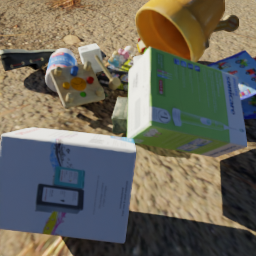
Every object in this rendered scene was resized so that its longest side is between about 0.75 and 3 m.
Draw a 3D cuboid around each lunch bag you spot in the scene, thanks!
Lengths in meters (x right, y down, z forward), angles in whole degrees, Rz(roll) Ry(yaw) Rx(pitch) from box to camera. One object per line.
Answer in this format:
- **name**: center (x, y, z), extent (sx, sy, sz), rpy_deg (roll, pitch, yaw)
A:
- **lunch bag**: center (2.936, -1.195, 9.237), extent (2.860, 1.345, 2.153), rpy_deg (-13, 44, -1)
- **lunch bag**: center (0.199, -0.337, 8.361), extent (1.225, 0.720, 1.005), rpy_deg (7, 46, 7)

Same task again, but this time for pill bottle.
- **pill bottle**: center (-2.440, -2.215, 10.413), extent (1.052, 1.052, 1.875), rpy_deg (-5, 40, -5)

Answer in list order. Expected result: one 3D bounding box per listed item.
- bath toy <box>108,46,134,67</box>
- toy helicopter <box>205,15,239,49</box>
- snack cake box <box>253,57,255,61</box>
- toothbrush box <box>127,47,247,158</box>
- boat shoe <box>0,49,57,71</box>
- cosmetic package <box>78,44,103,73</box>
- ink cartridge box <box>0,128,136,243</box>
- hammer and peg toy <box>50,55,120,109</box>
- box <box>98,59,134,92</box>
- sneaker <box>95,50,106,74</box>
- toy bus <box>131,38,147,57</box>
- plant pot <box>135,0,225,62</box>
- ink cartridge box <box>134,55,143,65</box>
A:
- **bath toy**: center (-0.251, -2.855, 10.972), extent (0.448, 0.527, 1.211), rpy_deg (-1, 35, 48)
- **toy helicopter**: center (3.204, -4.251, 11.512), extent (2.938, 1.943, 1.159), rpy_deg (-14, 11, -12)
- **snack cake box**: center (4.574, -1.977, 10.049), extent (0.351, 1.044, 0.600), rpy_deg (-4, -9, -42)
- **toothbrush box**: center (1.446, -0.523, 7.017), extent (2.757, 1.187, 2.008), rpy_deg (10, 66, -22)
- **boat shoe**: center (-3.706, -2.703, 11.161), extent (2.621, 0.821, 0.959), rpy_deg (-17, 11, -41)
- **cosmetic package**: center (-1.349, -2.539, 10.319), extent (0.702, 0.850, 0.701), rpy_deg (-17, 34, -7)
- **ink cartridge box**: center (-1.114, 0.986, 5.559), extent (2.322, 1.696, 1.704), rpy_deg (7, 4, -1)
- **hammer and peg toy**: center (-1.424, -1.541, 9.445), extent (2.074, 0.731, 1.525), rpy_deg (-18, 73, -28)
- **box**: center (-0.152, -2.074, 10.760), extent (1.396, 0.386, 1.743), rpy_deg (16, 43, 18)
- **sneaker**: center (-1.238, -2.647, 11.143), extent (0.829, 0.436, 1.148), rpy_deg (-34, 42, 12)
- **toy bus**: center (1.055, -3.652, 11.872), extent (0.855, 1.562, 1.656), rpy_deg (18, 0, -31)
- **plant pot**: center (1.993, -3.733, 9.796), extent (2.377, 2.596, 2.596), rpy_deg (-45, 54, -12)
- **ink cartridge box**: center (0.791, -1.689, 9.432), extent (1.081, 1.476, 0.634), rpy_deg (-13, 37, -12)
